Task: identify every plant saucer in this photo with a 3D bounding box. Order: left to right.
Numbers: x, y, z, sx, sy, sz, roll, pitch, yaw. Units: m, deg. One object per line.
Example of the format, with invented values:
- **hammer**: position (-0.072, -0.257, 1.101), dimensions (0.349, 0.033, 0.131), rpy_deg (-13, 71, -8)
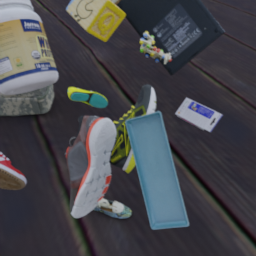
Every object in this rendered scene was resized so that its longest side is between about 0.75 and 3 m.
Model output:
- **plant saucer**: position (0.545, 0.809, 5.288), dimensions (0.752, 2.152, 0.204), rpy_deg (-15, -1, 24)

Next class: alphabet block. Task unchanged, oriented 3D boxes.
- **alphabet block**: position (-0.857, -3.084, 7.489), dimensions (1.003, 0.979, 0.984), rpy_deg (48, 20, 22)

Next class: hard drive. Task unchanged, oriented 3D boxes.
- **hard drive**: position (1.151, -3.175, 8.103), dimensions (2.724, 1.901, 0.448), rpy_deg (52, 31, 0)

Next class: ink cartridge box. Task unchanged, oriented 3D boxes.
- **ink cartridge box**: position (1.845, -0.325, 7.339), dimensions (1.165, 0.216, 0.552), rpy_deg (33, 87, 40)

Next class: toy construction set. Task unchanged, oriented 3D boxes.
- **toy construction set**: position (0.681, -1.938, 6.999), dimensions (0.934, 0.612, 0.430), rpy_deg (37, 64, -3)

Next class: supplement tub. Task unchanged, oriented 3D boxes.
- **supplement tub**: position (-3.010, -2.190, 7.658), dimensions (1.651, 2.286, 1.651), rpy_deg (-17, 6, 2)

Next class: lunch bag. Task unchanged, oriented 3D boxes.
- **lunch bag**: position (-3.899, -1.673, 9.836), dimensions (2.445, 2.050, 1.703), rpy_deg (0, 42, 0)

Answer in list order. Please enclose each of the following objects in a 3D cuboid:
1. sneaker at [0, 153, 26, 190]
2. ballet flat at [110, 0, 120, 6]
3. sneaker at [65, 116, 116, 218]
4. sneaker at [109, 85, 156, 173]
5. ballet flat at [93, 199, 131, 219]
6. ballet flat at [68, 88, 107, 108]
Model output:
- **sneaker**: position (-2.612, 0.498, 5.319), dimensions (1.646, 0.586, 0.926), rpy_deg (32, 33, -22)
- **ballet flat**: position (-0.448, -4.361, 9.767), dimensions (2.315, 0.837, 0.785), rpy_deg (-50, 18, -20)
- **sneaker**: position (-0.830, 0.709, 5.440), dimensions (0.838, 2.046, 0.788), rpy_deg (22, 11, 33)
- **sneaker**: position (0.029, -0.043, 5.973), dimensions (0.828, 0.728, 1.956), rpy_deg (18, 86, -2)
- **ballet flat**: position (-0.463, 1.979, 7.029), dimensions (1.119, 0.415, 0.415), rpy_deg (9, 43, 9)
- **ballet flat**: position (-0.703, -0.548, 4.843), dimensions (0.783, 0.262, 0.263), rpy_deg (11, 28, -42)
